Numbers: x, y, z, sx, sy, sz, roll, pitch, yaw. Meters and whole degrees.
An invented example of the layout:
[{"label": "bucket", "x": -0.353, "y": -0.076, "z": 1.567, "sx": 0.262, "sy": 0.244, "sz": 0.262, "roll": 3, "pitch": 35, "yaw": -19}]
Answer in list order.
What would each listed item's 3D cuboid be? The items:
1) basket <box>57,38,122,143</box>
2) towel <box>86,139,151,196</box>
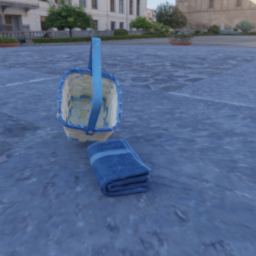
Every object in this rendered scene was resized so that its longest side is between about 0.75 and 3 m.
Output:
[{"label": "basket", "x": -1.134, "y": -0.887, "z": 8.474, "sx": 1.965, "sy": 2.825, "sz": 2.491, "roll": 7, "pitch": 54, "yaw": -15}, {"label": "towel", "x": -0.344, "y": 0.915, "z": 7.423, "sx": 1.307, "sy": 0.568, "sz": 2.341, "roll": -7, "pitch": 22, "yaw": -15}]
